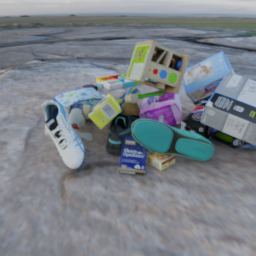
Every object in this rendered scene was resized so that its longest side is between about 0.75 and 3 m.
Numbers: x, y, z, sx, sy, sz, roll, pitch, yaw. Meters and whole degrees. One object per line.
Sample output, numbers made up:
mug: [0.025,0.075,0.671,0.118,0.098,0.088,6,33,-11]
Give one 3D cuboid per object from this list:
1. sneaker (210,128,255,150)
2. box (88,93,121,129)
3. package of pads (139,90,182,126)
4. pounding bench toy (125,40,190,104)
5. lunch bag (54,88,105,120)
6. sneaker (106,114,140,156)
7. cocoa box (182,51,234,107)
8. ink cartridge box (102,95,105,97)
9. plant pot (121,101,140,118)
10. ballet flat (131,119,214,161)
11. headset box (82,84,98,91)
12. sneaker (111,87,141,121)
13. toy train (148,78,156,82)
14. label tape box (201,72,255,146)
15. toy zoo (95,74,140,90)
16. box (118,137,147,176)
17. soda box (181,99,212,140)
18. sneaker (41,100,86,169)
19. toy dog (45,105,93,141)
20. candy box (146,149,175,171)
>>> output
sneaker: [4.045,0.417,9.753,2.440,0.958,1.088,8,24,33]
box: [-0.832,-0.688,10.383,0.991,0.660,2.634,-42,9,3]
package of pads: [1.439,-0.888,11.938,1.598,1.004,2.653,-16,20,15]
pounding bench toy: [1.105,-1.949,11.374,1.962,2.515,1.563,15,6,-24]
lunch bag: [-2.144,-1.039,12.380,1.930,1.230,1.641,-4,24,-30]
sneaker: [-0.030,-0.043,10.478,1.055,1.109,2.798,5,25,13]
cocoa box: [3.721,-2.151,12.790,2.135,1.401,1.424,-25,50,25]
ink cartridge box: [-2.055,-1.481,14.262,1.772,0.386,1.538,-3,27,-7]
plant pot: [0.107,-0.784,11.768,0.864,0.864,0.927,-2,69,-5]
ballet flat: [1.354,0.387,9.088,2.842,0.957,1.000,18,7,-11]
headset box: [-2.196,-2.263,15.961,0.585,0.295,0.787,-21,33,-37]
sneaker: [-0.235,-0.987,12.799,0.851,0.995,2.401,40,49,2]
toy train: [1.508,-2.845,16.155,0.470,0.344,0.812,32,46,16]
label tape box: [4.185,-0.513,9.163,2.919,0.965,2.091,25,52,22]
toy zoo: [-0.700,-2.850,17.176,2.823,0.289,1.852,-14,29,-27]
box: [0.185,0.834,8.950,0.822,0.220,1.357,6,52,4]
soda box: [2.940,-0.253,11.005,0.869,0.971,2.745,15,29,27]
sneaker: [-2.191,0.205,9.115,0.958,0.950,2.644,21,34,-56]
toy dog: [-2.037,0.065,10.674,1.501,1.096,2.276,12,41,10]
candy box: [0.884,0.931,9.314,0.687,0.329,1.190,-20,33,-38]
